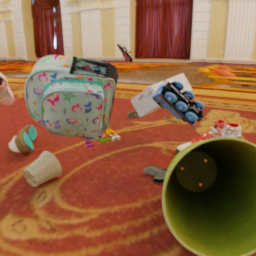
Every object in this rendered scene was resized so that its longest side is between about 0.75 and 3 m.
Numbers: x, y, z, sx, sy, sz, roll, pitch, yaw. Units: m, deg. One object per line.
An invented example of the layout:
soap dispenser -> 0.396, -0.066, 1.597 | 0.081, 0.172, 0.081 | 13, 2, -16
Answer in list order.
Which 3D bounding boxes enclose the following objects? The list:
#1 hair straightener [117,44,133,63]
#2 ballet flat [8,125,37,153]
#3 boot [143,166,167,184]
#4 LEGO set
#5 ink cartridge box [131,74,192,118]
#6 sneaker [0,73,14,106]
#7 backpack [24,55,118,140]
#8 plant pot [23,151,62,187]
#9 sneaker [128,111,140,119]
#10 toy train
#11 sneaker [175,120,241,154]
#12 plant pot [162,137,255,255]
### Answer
hair straightener -> -0.105, -2.696, 10.044 | 0.375, 0.200, 0.976 | -10, 55, -40
ballet flat -> -4.495, 0.541, 11.841 | 0.950, 0.891, 2.627 | -24, 21, -6
boot -> 0.919, 1.579, 9.366 | 0.976, 0.331, 0.638 | 5, 24, 18
LEGO set -> -0.882, 0.185, 9.240 | 1.275, 0.486, 0.523 | -12, 48, -34
ink cartridge box -> 1.403, -1.366, 11.893 | 2.121, 0.884, 1.541 | -26, -4, -35
sneaker -> -5.158, -1.543, 11.247 | 0.802, 2.131, 1.114 | -37, 49, -21
backpack -> -1.700, -0.883, 8.192 | 2.523, 2.240, 1.900 | 12, 41, -3
plant pot -> -2.825, 1.404, 9.078 | 0.991, 0.991, 0.907 | 13, 34, 33
sneaker -> 0.462, -0.820, 16.429 | 1.078, 0.407, 0.380 | -15, 23, -36
toy train -> 1.631, -0.778, 8.964 | 0.756, 1.743, 0.996 | -56, 15, -24
sneaker -> 3.208, 0.388, 11.179 | 2.614, 1.401, 0.873 | -1, 18, -2
plant pot -> 1.994, 1.411, 7.082 | 2.568, 2.568, 2.744 | 0, 3, 1
